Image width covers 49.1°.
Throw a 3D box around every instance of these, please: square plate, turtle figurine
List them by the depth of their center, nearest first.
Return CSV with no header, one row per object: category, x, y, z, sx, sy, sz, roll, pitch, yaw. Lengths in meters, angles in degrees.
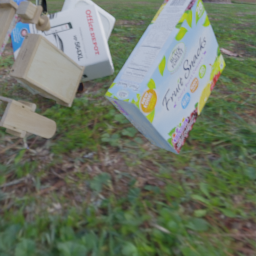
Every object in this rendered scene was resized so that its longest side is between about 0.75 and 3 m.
square plate,-1.381,-3.186,9.331,0.298,2.074,2.093,18,-1,42
turtle figurine,-3.648,-3.098,9.878,2.782,2.697,2.002,5,25,34

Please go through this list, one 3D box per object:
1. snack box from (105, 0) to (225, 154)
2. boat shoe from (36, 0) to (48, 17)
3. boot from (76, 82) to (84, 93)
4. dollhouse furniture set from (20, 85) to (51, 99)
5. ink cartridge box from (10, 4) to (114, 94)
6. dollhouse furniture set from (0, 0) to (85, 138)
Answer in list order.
snack box,1.019,-1.124,6.396,0.921,2.294,2.720,18,72,40
boat shoe,-3.256,-4.414,10.647,0.332,1.112,0.397,15,21,42
boot,-2.611,-2.317,13.582,0.668,0.867,1.788,-36,75,-4
dollhouse furniture set,-3.604,-2.201,13.263,2.759,1.347,2.353,25,52,3
ink cartridge box,-1.729,-2.084,7.487,2.343,1.710,0.988,-15,-13,1
dollhouse furniture set,-2.652,-1.244,6.135,2.950,2.516,1.441,14,-9,29
